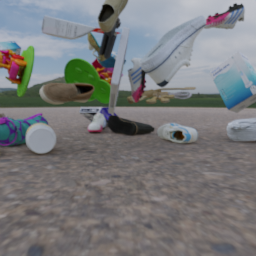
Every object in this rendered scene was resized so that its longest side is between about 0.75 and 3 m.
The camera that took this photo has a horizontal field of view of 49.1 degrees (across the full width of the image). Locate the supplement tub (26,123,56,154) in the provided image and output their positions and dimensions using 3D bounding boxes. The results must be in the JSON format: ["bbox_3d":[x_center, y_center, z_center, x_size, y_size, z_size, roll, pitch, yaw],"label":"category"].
[{"bbox_3d":[-2.948,0.345,9.441,0.956,0.956,1.315,-2,6,-20],"label":"supplement tub"}]

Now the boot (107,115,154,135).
[{"bbox_3d":[0.098,-0.076,14.488,1.544,0.865,2.232,0,18,-41],"label":"boot"}]

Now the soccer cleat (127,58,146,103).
[{"bbox_3d":[0.260,-1.607,9.328,0.664,1.538,0.537,25,36,18],"label":"soccer cleat"}]

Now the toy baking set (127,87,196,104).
[{"bbox_3d":[1.369,-1.296,11.608,2.796,0.325,2.146,-20,24,-32],"label":"toy baking set"}]

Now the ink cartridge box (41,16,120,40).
[{"bbox_3d":[-1.588,-3.147,9.392,2.365,0.675,1.923,13,13,-15],"label":"ink cartridge box"}]

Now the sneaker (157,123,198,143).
[{"bbox_3d":[1.890,0.214,11.672,0.784,0.743,1.941,-7,8,-39],"label":"sneaker"}]

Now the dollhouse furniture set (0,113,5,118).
[{"bbox_3d":[-5.984,-0.611,11.467,0.898,2.028,1.051,-32,16,14],"label":"dollhouse furniture set"}]

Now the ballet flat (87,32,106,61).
[{"bbox_3d":[-1.360,-3.321,11.696,0.563,0.563,1.594,3,-21,27],"label":"ballet flat"}]

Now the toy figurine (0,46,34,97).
[{"bbox_3d":[-4.154,-2.085,8.547,2.029,1.655,2.205,12,23,-32],"label":"toy figurine"}]

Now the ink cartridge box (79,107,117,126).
[{"bbox_3d":[-1.587,-0.654,16.934,2.008,0.436,1.989,1,-23,28],"label":"ink cartridge box"}]

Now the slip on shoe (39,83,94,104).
[{"bbox_3d":[-1.628,-1.001,7.724,0.505,0.634,1.667,-34,-20,35],"label":"slip on shoe"}]

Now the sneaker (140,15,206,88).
[{"bbox_3d":[1.039,-1.625,5.907,2.075,0.735,0.758,-46,26,-25],"label":"sneaker"}]

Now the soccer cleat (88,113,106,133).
[{"bbox_3d":[-1.700,-0.299,15.067,0.791,0.977,2.264,0,7,4],"label":"soccer cleat"}]

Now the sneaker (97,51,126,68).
[{"bbox_3d":[-0.915,-3.357,13.610,0.729,0.691,1.806,48,29,23],"label":"sneaker"}]

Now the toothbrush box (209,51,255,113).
[{"bbox_3d":[4.098,-1.697,10.510,0.780,1.829,1.339,8,-36,-44],"label":"toothbrush box"}]

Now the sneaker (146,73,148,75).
[{"bbox_3d":[1.080,-2.814,12.141,0.672,1.007,1.757,12,-1,-37],"label":"sneaker"}]

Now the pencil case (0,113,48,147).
[{"bbox_3d":[-4.284,0.028,11.447,1.053,1.144,2.475,1,6,13],"label":"pencil case"}]

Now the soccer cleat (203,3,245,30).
[{"bbox_3d":[3.054,-3.357,8.878,1.575,0.680,0.550,-27,32,-8],"label":"soccer cleat"}]

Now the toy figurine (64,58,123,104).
[{"bbox_3d":[-1.243,-2.662,13.951,2.848,2.138,2.622,29,42,16],"label":"toy figurine"}]

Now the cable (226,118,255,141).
[{"bbox_3d":[5.328,0.042,12.103,2.027,0.702,2.026,-6,8,12],"label":"cable"}]

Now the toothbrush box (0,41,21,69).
[{"bbox_3d":[-4.930,-2.845,10.973,0.525,0.901,1.230,44,38,18],"label":"toothbrush box"}]

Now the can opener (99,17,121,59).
[{"bbox_3d":[-0.549,-2.342,7.284,0.374,1.404,0.469,37,54,8],"label":"can opener"}]

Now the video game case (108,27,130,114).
[{"bbox_3d":[-0.371,-1.901,10.118,0.260,2.067,2.886,12,-16,-3],"label":"video game case"}]

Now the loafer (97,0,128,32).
[{"bbox_3d":[-0.328,-2.670,6.123,0.432,1.141,0.389,25,9,13],"label":"loafer"}]
